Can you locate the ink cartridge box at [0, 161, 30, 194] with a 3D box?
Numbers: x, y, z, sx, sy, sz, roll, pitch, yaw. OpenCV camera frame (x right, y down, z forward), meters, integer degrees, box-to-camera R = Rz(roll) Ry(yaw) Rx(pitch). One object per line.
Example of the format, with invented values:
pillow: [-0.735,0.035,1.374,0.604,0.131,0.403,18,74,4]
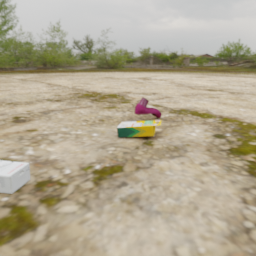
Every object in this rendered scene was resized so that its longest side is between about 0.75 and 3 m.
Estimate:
ink cartridge box: [-3.300,1.239,7.239,1.205,0.505,0.874,3,15,11]

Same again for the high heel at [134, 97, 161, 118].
high heel: [0.985,-0.737,14.207,0.656,0.936,1.947,25,-8,46]

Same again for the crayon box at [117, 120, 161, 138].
crayon box: [0.499,0.033,11.559,1.752,0.452,1.102,-3,12,10]
